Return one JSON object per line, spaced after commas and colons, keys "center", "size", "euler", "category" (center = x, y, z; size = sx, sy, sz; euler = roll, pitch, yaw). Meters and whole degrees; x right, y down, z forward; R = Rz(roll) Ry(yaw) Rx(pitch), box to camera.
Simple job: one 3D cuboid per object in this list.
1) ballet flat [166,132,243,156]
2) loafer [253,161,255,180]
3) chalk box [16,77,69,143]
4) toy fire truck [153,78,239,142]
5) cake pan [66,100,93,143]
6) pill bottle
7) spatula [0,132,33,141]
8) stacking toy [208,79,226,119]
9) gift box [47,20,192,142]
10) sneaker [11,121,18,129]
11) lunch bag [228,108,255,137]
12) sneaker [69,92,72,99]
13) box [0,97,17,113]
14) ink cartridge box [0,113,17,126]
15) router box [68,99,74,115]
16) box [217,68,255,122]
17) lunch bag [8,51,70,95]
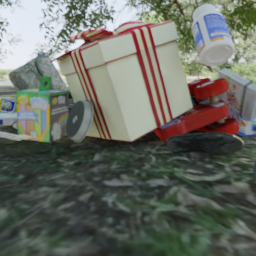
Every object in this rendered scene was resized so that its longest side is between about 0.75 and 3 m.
{"center": [1.657, 0.302, 6.195], "size": [1.659, 0.551, 0.471], "euler": [1, 19, 18], "category": "ballet flat"}
{"center": [2.354, 0.858, 4.087], "size": [0.463, 0.528, 1.470], "euler": [18, 15, -7], "category": "loafer"}
{"center": [-2.392, -0.570, 7.920], "size": [1.075, 1.736, 1.080], "euler": [6, 12, 15], "category": "chalk box"}
{"center": [1.757, -0.405, 8.436], "size": [2.324, 1.552, 2.768], "euler": [-19, 11, -2], "category": "toy fire truck"}
{"center": [-1.229, -0.190, 6.909], "size": [0.204, 1.112, 1.112], "euler": [18, -1, -34], "category": "cake pan"}
{"center": [1.991, -2.277, 6.765], "size": [0.798, 1.424, 0.798], "euler": [-4, -28, -2], "category": "pill bottle"}
{"center": [-3.064, 0.196, 7.210], "size": [0.714, 0.083, 1.027], "euler": [-6, -16, 37], "category": "spatula"}
{"center": [3.178, -0.882, 10.837], "size": [1.821, 1.330, 1.330], "euler": [42, -8, -25], "category": "stacking toy"}
{"center": [-0.337, -1.359, 7.738], "size": [2.734, 2.766, 2.963], "euler": [-29, 19, -37], "category": "gift box"}
{"center": [-3.679, -0.177, 9.804], "size": [0.524, 0.343, 0.907], "euler": [4, 12, 34], "category": "sneaker"}
{"center": [4.112, -0.306, 8.685], "size": [1.954, 0.738, 1.565], "euler": [-1, 35, -1], "category": "lunch bag"}
{"center": [-2.495, -1.549, 15.191], "size": [2.840, 1.038, 1.589], "euler": [2, 10, 2], "category": "sneaker"}
{"center": [-6.224, -0.848, 12.013], "size": [2.607, 0.838, 0.913], "euler": [-10, 15, -42], "category": "box"}
{"center": [-4.514, -0.338, 10.686], "size": [1.509, 0.333, 1.537], "euler": [-3, 9, -14], "category": "ink cartridge box"}
{"center": [-2.296, -0.699, 11.261], "size": [2.683, 0.685, 2.001], "euler": [-1, 16, -2], "category": "router box"}
{"center": [3.147, -0.966, 8.056], "size": [0.281, 1.065, 1.366], "euler": [-27, 46, -17], "category": "box"}
{"center": [-2.989, -1.557, 9.641], "size": [1.473, 1.757, 1.224], "euler": [-42, 22, -31], "category": "lunch bag"}
